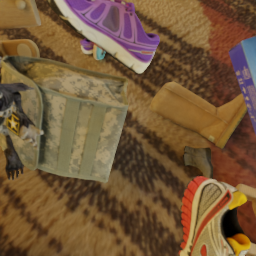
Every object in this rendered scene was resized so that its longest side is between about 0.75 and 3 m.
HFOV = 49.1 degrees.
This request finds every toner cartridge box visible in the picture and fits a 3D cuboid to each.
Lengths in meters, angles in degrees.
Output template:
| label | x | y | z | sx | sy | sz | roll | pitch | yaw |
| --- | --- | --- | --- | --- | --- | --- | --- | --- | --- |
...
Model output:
| label | x | y | z | sx | sy | sz | roll | pitch | yaw |
| --- | --- | --- | --- | --- | --- | --- | --- | --- | --- |
| toner cartridge box | 2.721 | -0.076 | 4.236 | 1.404 | 0.638 | 2.955 | -19 | 92 | 5 |

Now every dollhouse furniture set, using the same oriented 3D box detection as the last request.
| label | x | y | z | sx | sy | sz | roll | pitch | yaw |
| --- | --- | --- | --- | --- | --- | --- | --- | --- | --- |
| dollhouse furniture set | -3.144 | -1.441 | 5.552 | 1.993 | 2.327 | 2.446 | 3 | 33 | 21 |

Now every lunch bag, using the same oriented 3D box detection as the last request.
| label | x | y | z | sx | sy | sz | roll | pitch | yaw |
| --- | --- | --- | --- | --- | --- | --- | --- | --- | --- |
| lunch bag | -1.346 | -0.162 | 5.420 | 2.385 | 1.956 | 1.402 | 12 | 34 | -8 |

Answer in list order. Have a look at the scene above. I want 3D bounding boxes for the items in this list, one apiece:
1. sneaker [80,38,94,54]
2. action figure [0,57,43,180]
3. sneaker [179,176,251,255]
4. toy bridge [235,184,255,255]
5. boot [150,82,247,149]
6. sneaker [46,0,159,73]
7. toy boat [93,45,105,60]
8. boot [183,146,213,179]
| label | x | y | z | sx | sy | sz | roll | pitch | yaw |
| --- | --- | --- | --- | --- | --- | --- | --- | --- | --- |
| sneaker | -0.998 | -3.111 | 9.568 | 0.596 | 0.617 | 1.479 | 29 | 61 | 38 |
| action figure | -1.976 | 0.070 | 4.267 | 1.263 | 2.126 | 1.085 | -16 | 48 | -33 |
| sneaker | 1.094 | 1.625 | 3.572 | 0.781 | 0.740 | 1.902 | 3 | 92 | 42 |
| toy bridge | 2.702 | 2.739 | 6.324 | 0.960 | 0.389 | 2.855 | 18 | 61 | 9 |
| boot | 2.160 | -0.754 | 8.174 | 2.353 | 0.778 | 2.061 | 33 | 65 | 19 |
| sneaker | -0.503 | -2.356 | 5.970 | 1.208 | 2.896 | 1.168 | -56 | 37 | 10 |
| toy boat | -0.823 | -2.668 | 9.423 | 0.396 | 0.716 | 0.852 | 19 | 30 | 22 |
| boot | 1.824 | 0.984 | 7.418 | 0.734 | 0.381 | 1.124 | 1 | 52 | 6 |
